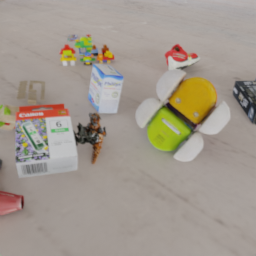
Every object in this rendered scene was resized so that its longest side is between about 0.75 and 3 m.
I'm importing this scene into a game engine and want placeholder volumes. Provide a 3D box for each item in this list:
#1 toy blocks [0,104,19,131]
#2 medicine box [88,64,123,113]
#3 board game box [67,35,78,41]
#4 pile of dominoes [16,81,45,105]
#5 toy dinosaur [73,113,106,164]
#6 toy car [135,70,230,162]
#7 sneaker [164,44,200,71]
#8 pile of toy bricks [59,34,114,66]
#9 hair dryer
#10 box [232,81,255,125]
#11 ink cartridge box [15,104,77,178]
[{"bbox_3d":[-3.633,-0.281,8.987,0.953,1.393,0.696,10,60,-36],"label":"toy blocks"},{"bbox_3d":[-0.860,-1.455,10.298,0.744,1.445,1.316,-2,29,-27],"label":"medicine box"},{"bbox_3d":[-3.427,-5.574,17.359,0.554,0.141,0.819,-2,36,-2],"label":"board game box"},{"bbox_3d":[-3.790,-1.411,10.987,1.010,0.206,1.295,2,43,-16],"label":"pile of dominoes"},{"bbox_3d":[-1.089,0.244,8.410,1.074,0.808,1.582,9,42,-33],"label":"toy dinosaur"},{"bbox_3d":[1.628,-0.425,8.359,2.168,2.478,1.858,41,23,8],"label":"toy car"},{"bbox_3d":[2.482,-3.318,12.874,1.038,1.144,2.695,-22,6,34],"label":"sneaker"},{"bbox_3d":[-2.089,-4.050,14.192,2.688,1.327,1.491,-4,36,-6],"label":"pile of toy bricks"},{"bbox_3d":[-3.677,1.426,7.029,2.716,0.738,2.068,22,40,26],"label":"hair dryer"},{"bbox_3d":[5.737,-1.032,10.556,2.857,0.622,2.288,-1,35,-2],"label":"box"},{"bbox_3d":[-2.287,0.028,7.637,1.440,0.666,2.643,-6,47,-17],"label":"ink cartridge box"}]
